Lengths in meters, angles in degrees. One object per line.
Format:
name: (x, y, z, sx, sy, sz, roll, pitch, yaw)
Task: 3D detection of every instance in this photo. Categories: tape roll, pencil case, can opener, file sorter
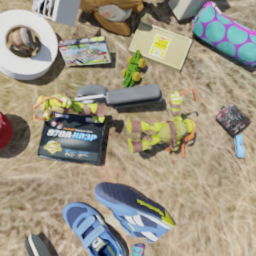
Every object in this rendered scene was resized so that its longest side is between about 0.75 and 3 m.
tape roll: (-3.507, -2.747, 9.369, 2.183, 0.764, 2.183, 3, 83, -23)
pencil case: (0.300, 4.042, 8.596, 0.372, 0.404, 0.874, 10, 76, -44)
pencil case: (3.490, -3.220, 9.641, 2.637, 1.219, 1.122, 33, 52, 5)
can opener: (-0.380, -1.154, 9.107, 2.926, 0.780, 0.978, -7, 72, 16)
file sorter: (-2.107, -3.617, 8.289, 0.806, 1.294, 0.898, 20, 106, 9)

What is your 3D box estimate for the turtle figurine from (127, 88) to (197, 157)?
turtle figurine: (1.089, 0.190, 8.169, 2.150, 2.666, 0.859, -12, 43, -10)

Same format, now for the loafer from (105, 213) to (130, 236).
loafer: (-0.236, 3.031, 8.805, 1.014, 0.384, 0.346, 29, 86, 6)

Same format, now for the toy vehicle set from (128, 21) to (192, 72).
toy vehicle set: (1.141, -2.922, 10.061, 1.993, 0.264, 1.238, 22, 79, 4)

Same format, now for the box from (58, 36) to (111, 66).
box: (-1.450, -2.580, 9.499, 1.612, 0.887, 0.280, -2, 50, 13)

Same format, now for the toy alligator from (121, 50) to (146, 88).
toy alligator: (0.103, -1.771, 9.761, 0.634, 0.459, 1.912, 25, 92, 33)

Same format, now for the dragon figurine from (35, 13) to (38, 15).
dragon figurine: (-3.962, -3.762, 10.116, 0.803, 0.476, 1.616, 32, 83, 4)

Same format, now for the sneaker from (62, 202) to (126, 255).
sneaker: (-1.022, 3.204, 8.450, 2.485, 1.022, 0.919, 42, 84, 9)

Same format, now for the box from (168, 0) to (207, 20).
box: (2.345, -4.797, 9.249, 1.012, 2.464, 0.842, -24, 78, -25)

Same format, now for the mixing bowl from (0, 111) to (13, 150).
mixing bowl: (-4.251, 0.141, 8.828, 1.567, 0.848, 1.567, -8, 70, 24)

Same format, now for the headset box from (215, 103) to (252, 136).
headset box: (3.423, -0.319, 9.198, 0.737, 0.382, 0.990, -25, 66, -33)

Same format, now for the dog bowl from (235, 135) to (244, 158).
dog bowl: (3.664, 0.603, 9.229, 0.202, 0.453, 0.813, -1, 62, 12)

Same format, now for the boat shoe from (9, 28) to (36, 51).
boat shoe: (-3.345, -2.757, 8.820, 0.634, 1.767, 0.669, -17, 99, -8)

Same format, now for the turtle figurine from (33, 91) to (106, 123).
turtle figurine: (-1.764, -0.593, 8.036, 1.995, 2.473, 0.797, 9, 75, -26)

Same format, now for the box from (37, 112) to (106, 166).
box: (-1.813, 0.341, 9.193, 1.988, 0.457, 1.580, 8, 75, 1)

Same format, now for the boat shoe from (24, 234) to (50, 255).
boat shoe: (-2.561, 4.507, 8.209, 0.916, 0.973, 2.710, -23, 83, -5)

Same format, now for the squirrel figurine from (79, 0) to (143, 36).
squirrel figurine: (-0.608, -5.034, 9.699, 2.781, 1.968, 2.596, 14, 72, -2)

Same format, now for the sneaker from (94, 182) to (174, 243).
sneaker: (0.063, 2.563, 8.220, 2.731, 1.010, 1.123, 34, 105, -17)

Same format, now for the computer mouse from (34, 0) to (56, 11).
computer mouse: (-2.574, -4.730, 9.735, 0.514, 2.345, 1.286, 20, 71, -38)
